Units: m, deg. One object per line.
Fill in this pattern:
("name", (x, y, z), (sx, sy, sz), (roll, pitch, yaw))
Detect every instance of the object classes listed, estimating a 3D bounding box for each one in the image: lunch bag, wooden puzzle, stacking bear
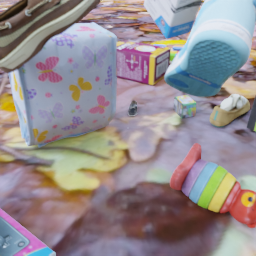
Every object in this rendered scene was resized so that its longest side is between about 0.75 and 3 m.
("lunch bag", (-1.698, -1.040, 7.230), (2.450, 2.889, 1.837), (-16, 35, -24))
("wooden puzzle", (1.914, -3.642, 13.719), (2.147, 0.537, 2.318), (9, 33, 15))
("stacking bear", (1.793, 1.228, 5.487), (1.683, 0.957, 1.022), (30, 60, 24))

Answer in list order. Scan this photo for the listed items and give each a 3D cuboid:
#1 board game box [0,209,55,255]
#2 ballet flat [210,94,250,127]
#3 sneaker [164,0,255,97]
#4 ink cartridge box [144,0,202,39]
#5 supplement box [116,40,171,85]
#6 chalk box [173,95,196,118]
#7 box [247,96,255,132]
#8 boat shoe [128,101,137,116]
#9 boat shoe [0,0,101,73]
("board game box", (-2.796, 1.933, 4.003), (2.900, 0.932, 2.139), (23, 29, 30))
("ballet flat", (3.308, -0.692, 8.789), (0.740, 0.680, 2.157), (23, 38, 34))
("sneaker", (1.603, -1.689, 5.209), (1.103, 1.811, 2.774), (23, -9, -4))
("ink cartridge box", (1.010, -3.008, 6.010), (0.704, 1.669, 1.219), (-19, 68, -16))
("supplement box", (0.392, -2.772, 11.666), (2.329, 1.202, 1.525), (17, 35, 25))
("chalk box", (1.843, -0.642, 8.896), (0.487, 0.490, 0.787), (-10, 34, -15))
("box", (5.046, -0.949, 7.840), (2.817, 2.092, 1.751), (-24, 39, -33))
("boat shoe", (0.164, -0.644, 9.135), (0.286, 0.234, 0.775), (6, 32, 9))
("boat shoe", (-1.427, -2.134, 4.730), (2.717, 1.005, 1.004), (-43, 42, -2))
